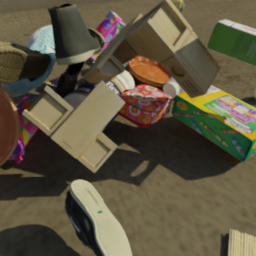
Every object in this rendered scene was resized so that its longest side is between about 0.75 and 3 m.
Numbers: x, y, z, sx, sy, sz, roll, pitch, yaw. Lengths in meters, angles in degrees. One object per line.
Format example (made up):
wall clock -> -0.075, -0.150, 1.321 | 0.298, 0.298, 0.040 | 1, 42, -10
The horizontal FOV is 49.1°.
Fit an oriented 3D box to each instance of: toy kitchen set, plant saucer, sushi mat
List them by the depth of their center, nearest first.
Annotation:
sushi mat -> 2.104, 2.721, 4.325 | 1.169, 0.148, 2.444 | 10, 36, 16
plant saucer -> -3.530, -0.072, 6.321 | 2.270, 2.270, 0.425 | 0, 6, 0
toy kitchen set -> -1.105, -0.323, 6.649 | 1.597, 1.957, 1.766 | -49, 14, -5
toy kitchen set -> 0.412, -1.369, 7.314 | 2.536, 2.288, 2.069 | -12, 39, 57
plant saucer -> 0.912, -2.148, 10.869 | 2.028, 0.327, 2.028 | 13, 35, -9

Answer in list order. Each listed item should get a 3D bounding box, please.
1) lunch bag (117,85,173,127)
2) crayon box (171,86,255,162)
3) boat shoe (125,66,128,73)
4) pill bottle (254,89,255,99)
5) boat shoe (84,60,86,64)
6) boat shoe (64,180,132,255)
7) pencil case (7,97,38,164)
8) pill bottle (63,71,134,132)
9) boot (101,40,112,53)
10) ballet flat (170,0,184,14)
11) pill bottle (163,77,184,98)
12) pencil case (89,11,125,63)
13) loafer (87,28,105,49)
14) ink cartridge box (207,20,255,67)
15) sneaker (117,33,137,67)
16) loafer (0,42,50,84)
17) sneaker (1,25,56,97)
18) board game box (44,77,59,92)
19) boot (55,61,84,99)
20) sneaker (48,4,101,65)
lunch bag -> 0.373, -0.706, 7.807 | 1.344, 0.625, 1.526 | 29, 37, 25
crayon box -> 2.576, -0.266, 7.604 | 1.445, 0.709, 2.433 | -22, 45, -34
boat shoe -> -0.502, -2.411, 11.088 | 0.987, 0.936, 2.607 | -8, 35, -12
pill bottle -> 4.940, -1.249, 9.727 | 0.996, 0.568, 0.568 | -11, 36, -16
boat shoe -> -1.824, -2.443, 10.358 | 0.366, 0.329, 1.034 | -8, 53, 38
boat shoe -> -0.559, 1.789, 4.861 | 0.659, 0.621, 1.836 | 7, 37, -51
pencil case -> -2.923, -0.007, 7.590 | 0.946, 0.946, 2.141 | 2, 35, 3
pill bottle -> -0.786, -0.869, 8.438 | 1.384, 1.384, 2.492 | 15, 38, 21
boot -> -0.144, -4.010, 13.342 | 2.369, 1.030, 2.847 | 27, 43, 33
ballet flat -> 1.263, -3.470, 9.798 | 0.743, 2.102, 0.743 | 14, 34, -9
pill bottle -> 1.867, -1.548, 9.994 | 0.752, 0.752, 1.354 | 27, 43, 34
pencil case -> -0.890, -3.035, 9.390 | 1.766, 0.781, 0.781 | -49, 43, 6
loafer -> -1.214, -2.668, 8.196 | 1.443, 0.546, 0.493 | 29, 19, 21
ink cartridge box -> 2.993, -1.811, 6.383 | 2.126, 0.630, 1.104 | 27, 32, 15
sneaker -> -0.237, -2.864, 10.081 | 2.551, 1.030, 0.976 | -39, 48, -15
loafer -> -2.468, -1.410, 5.942 | 0.686, 0.773, 2.033 | 28, 13, 9
sneaker -> -2.293, -1.926, 7.701 | 1.109, 1.001, 2.707 | -5, 51, 34
board game box -> -2.457, -1.602, 10.489 | 0.935, 0.288, 0.934 | 25, 41, 32
boot -> -1.623, -1.516, 8.156 | 0.673, 1.693, 1.944 | 22, 44, -16
sneaker -> -1.184, -2.311, 6.639 | 0.840, 1.193, 2.245 | -4, 24, 5
